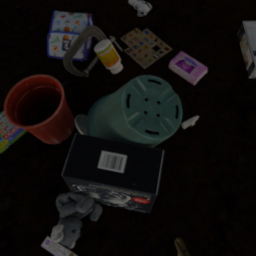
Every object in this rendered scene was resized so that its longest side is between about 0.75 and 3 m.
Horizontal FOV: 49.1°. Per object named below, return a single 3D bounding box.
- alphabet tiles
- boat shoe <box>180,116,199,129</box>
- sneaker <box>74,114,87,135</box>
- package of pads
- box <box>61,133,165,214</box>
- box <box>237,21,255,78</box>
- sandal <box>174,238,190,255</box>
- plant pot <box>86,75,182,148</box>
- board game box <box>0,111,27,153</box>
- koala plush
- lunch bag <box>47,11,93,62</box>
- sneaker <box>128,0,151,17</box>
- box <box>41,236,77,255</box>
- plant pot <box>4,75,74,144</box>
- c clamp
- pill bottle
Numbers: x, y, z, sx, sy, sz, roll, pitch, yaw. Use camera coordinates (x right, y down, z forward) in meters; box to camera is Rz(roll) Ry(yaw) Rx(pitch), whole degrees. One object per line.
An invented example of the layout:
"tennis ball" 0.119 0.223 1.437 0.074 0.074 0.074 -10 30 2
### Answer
"alphabet tiles" 0.645 -3.540 12.089 1.622 0.073 1.940 -37 68 -17
"boat shoe" 2.290 -0.185 10.243 0.770 0.273 0.269 -28 93 -18
"sneaker" -0.890 0.068 9.309 2.200 1.328 0.920 41 53 12
"package of pads" 2.391 -2.382 11.213 1.359 0.514 0.819 39 71 19
"box" -0.377 1.430 8.216 2.506 2.282 1.305 10 63 5
"box" 5.533 -3.253 11.547 1.445 0.745 2.477 0 63 0
"sandal" 1.556 3.669 8.051 0.381 0.256 0.949 -3 61 -41
"plant pot" 0.228 -0.265 8.558 2.507 2.455 2.507 6 74 -22
"board game box" -4.304 -0.068 10.156 1.172 0.254 1.741 37 68 18
"koala plush" -1.670 2.739 8.201 1.326 1.280 1.443 6 62 19
"lunch bag" -2.375 -3.732 11.584 1.661 1.210 1.954 7 75 3
"sneaker" 0.456 -5.576 12.946 1.147 0.431 0.659 23 62 8
"box" -1.746 3.730 8.113 1.645 0.341 0.318 28 66 13
"plant pot" -2.736 -0.445 9.349 1.916 1.864 1.916 -4 64 8
"c clamp" -1.383 -2.871 10.981 2.312 1.975 0.313 -48 50 -4
"pill bottle" -0.720 -2.718 10.853 0.686 1.235 0.686 -21 40 18
